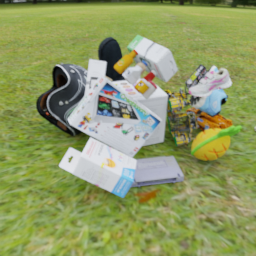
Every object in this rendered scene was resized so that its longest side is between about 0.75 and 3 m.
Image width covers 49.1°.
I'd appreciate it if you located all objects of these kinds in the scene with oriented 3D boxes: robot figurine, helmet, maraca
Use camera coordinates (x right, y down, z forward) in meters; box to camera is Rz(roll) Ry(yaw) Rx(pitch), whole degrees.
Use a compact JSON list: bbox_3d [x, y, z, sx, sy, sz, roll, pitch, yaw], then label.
[{"bbox_3d":[3.238,-0.361,11.661,1.446,0.581,1.995,-17,34,-30],"label":"robot figurine"},{"bbox_3d":[-2.131,-1.144,10.619,2.415,2.415,2.303,22,70,33],"label":"helmet"},{"bbox_3d":[2.832,0.450,9.129,1.261,1.839,0.984,-5,61,-43],"label":"maraca"}]

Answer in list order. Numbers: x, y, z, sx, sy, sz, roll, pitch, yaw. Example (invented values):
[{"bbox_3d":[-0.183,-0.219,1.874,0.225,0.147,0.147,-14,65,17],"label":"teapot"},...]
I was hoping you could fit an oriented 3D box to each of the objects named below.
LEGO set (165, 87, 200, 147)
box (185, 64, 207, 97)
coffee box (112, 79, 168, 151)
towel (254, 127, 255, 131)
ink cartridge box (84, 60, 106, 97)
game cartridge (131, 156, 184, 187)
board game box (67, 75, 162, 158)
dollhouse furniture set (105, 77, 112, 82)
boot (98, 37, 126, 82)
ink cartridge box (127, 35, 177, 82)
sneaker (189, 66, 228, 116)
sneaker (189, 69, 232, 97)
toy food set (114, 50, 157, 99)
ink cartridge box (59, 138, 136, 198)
[{"bbox_3d":[2.158,-0.461,10.407,1.244,2.147,1.651,-12,15,0],"label":"LEGO set"},{"bbox_3d":[2.372,-1.607,9.618,0.226,1.020,0.817,40,92,26],"label":"box"},{"bbox_3d":[0.176,-0.592,10.676,1.951,1.954,1.932,-9,31,-15],"label":"coffee box"},{"bbox_3d":[5.802,0.068,11.306,1.261,0.217,0.836,-14,35,-24],"label":"towel"},{"bbox_3d":[-1.077,-1.221,8.936,0.542,1.625,0.941,7,-7,-8],"label":"ink cartridge box"},{"bbox_3d":[0.784,1.382,8.985,1.718,0.330,1.114,-5,27,-8],"label":"game cartridge"},{"bbox_3d":[-0.315,-0.238,8.545,2.575,1.626,0.446,33,11,-37],"label":"board game box"},{"bbox_3d":[-1.345,-2.073,12.581,1.420,0.813,1.665,23,12,-33],"label":"dollhouse furniture set"},{"bbox_3d":[-0.081,-2.260,12.217,1.105,2.893,2.431,-37,59,-21],"label":"boot"},{"bbox_3d":[1.037,-2.974,12.047,0.803,1.394,1.910,-48,53,-5],"label":"ink cartridge box"},{"bbox_3d":[3.231,-1.356,10.965,1.264,1.101,2.810,37,44,-7],"label":"sneaker"},{"bbox_3d":[2.626,-1.504,9.113,1.496,0.660,0.608,-24,31,-11],"label":"sneaker"},{"bbox_3d":[0.415,-1.689,8.808,0.920,0.976,2.045,-45,35,5],"label":"toy food set"},{"bbox_3d":[-0.787,0.987,7.753,1.925,0.653,1.108,26,24,-6],"label":"ink cartridge box"}]
